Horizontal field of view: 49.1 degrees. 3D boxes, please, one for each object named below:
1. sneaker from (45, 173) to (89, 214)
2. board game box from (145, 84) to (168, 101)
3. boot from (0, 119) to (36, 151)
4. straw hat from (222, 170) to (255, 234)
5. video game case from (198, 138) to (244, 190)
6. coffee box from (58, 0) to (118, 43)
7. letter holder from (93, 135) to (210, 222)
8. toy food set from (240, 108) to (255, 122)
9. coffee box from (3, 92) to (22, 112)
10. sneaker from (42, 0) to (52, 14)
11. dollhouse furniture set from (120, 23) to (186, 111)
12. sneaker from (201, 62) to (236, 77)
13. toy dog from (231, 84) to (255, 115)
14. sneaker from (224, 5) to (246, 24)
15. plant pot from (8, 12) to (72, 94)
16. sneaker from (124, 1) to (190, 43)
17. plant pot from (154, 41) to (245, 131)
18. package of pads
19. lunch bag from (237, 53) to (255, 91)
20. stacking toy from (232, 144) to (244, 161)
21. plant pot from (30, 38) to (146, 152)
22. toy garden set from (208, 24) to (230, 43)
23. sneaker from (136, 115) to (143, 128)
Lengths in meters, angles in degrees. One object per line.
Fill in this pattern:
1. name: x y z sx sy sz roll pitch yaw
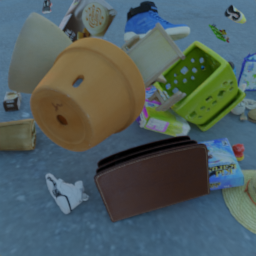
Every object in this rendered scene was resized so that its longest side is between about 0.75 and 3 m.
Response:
1. sneaker: -1.834 1.811 8.350 0.854 0.558 1.485 -23 48 -28
2. board game box: 0.519 -1.641 13.168 2.771 0.270 1.427 -4 38 -5
3. boot: -4.960 -0.013 10.507 2.905 0.961 2.544 -7 50 -7
4. straw hat: 4.020 1.743 7.991 2.543 1.076 2.543 -1 37 0
5. video game case: 2.413 1.176 8.913 1.956 0.444 1.773 -11 37 8
6. coffee box: -1.927 -4.034 11.578 2.831 1.619 1.129 -59 32 -2
7. letter holder: 0.576 1.053 7.651 2.859 2.032 1.438 -16 38 -1
8. toy food set: 5.575 -0.471 11.624 1.766 0.354 1.219 0 30 18
9. coffee box: -5.134 -1.194 12.446 0.600 0.418 1.049 -7 37 -9
10. sneaker: -3.077 -4.594 10.482 0.341 0.363 0.885 -7 48 -3
11. dollhouse furniture set: 0.877 -1.943 8.707 2.393 1.695 2.605 55 18 7
12. sneaker: 4.471 -2.811 14.071 1.041 0.930 2.540 -15 18 -8
13. toy dog: 4.473 -1.762 12.455 1.724 1.259 2.614 -19 39 -24
14. sneaker: 3.229 -3.371 8.432 0.408 0.353 0.904 17 39 -27
15. plant pot: -2.567 -2.149 9.117 1.716 2.556 2.556 19 35 -13
16. sneaker: 1.062 -4.174 10.818 2.779 1.546 1.067 7 8 37
17. plant pot: 2.830 -1.480 10.923 2.447 2.231 2.459 -44 37 15
18. package of pads: 1.353 -0.375 10.709 1.836 0.626 1.419 14 33 -20
19. lunch bag: 6.148 -2.707 13.466 1.904 1.619 1.213 -15 39 -19
20. stacking toy: 3.334 0.853 9.637 1.103 0.515 1.219 27 44 31
21. plant pot: -1.181 -0.676 7.340 2.763 2.763 1.934 17 43 22
22. toy garden set: 3.778 -3.815 11.314 0.842 0.201 1.010 14 43 -27
23. sneaker: 0.471 -0.717 11.446 0.630 0.652 1.562 -37 33 19
